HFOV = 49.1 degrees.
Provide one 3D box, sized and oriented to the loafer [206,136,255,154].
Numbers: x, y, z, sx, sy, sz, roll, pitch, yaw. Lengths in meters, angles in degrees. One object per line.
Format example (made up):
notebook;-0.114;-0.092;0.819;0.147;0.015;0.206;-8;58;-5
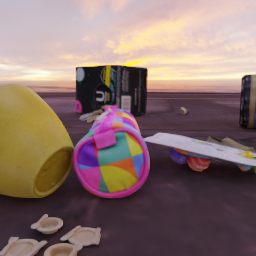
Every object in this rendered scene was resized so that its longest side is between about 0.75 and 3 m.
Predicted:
loafer;1.951;0.364;5.437;0.982;0.331;0.373;6;11;33

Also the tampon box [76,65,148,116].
tampon box;-0.787;-1.626;12.224;2.760;2.068;1.742;7;9;39

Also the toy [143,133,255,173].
toy;1.211;0.464;4.576;1.787;0.422;1.029;9;8;20

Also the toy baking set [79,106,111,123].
toy baking set;-1.157;-0.543;10.321;1.194;0.181;1.555;-28;21;-25

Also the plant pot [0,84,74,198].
plant pot;-1.254;0.295;3.444;0.985;1.388;1.388;29;20;20

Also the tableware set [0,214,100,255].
tableware set;-0.643;0.972;2.433;0.770;0.089;0.643;3;9;18

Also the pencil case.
pencil case;-0.229;0.232;4.335;1.015;1.015;2.296;-1;10;-3

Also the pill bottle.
pill bottle;4.889;-0.758;8.206;2.975;1.664;1.664;3;10;21

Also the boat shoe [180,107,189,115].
boat shoe;2.522;-0.755;12.608;0.266;0.296;0.822;5;12;-5
